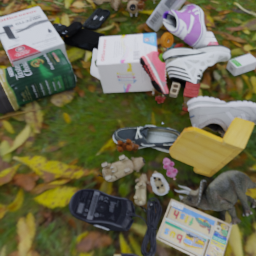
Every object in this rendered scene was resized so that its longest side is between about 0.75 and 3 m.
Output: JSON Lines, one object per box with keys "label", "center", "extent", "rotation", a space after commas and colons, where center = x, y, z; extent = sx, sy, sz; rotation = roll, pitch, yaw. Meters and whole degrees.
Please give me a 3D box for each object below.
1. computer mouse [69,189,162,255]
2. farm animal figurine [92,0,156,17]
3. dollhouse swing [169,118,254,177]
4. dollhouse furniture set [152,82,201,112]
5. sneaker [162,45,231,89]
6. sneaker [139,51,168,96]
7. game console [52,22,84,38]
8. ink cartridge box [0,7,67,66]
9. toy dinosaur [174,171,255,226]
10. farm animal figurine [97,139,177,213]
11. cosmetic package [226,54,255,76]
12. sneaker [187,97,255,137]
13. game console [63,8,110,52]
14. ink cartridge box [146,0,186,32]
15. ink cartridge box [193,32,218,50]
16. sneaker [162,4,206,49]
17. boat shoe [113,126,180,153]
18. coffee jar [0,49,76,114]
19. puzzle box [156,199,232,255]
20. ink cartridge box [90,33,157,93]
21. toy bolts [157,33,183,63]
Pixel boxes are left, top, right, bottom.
{"label": "computer mouse", "center": [-0.366, 2.420, 6.838], "extent": [2.314, 0.533, 1.625], "rotation": [8, 53, -2]}
{"label": "farm animal figurine", "center": [0.026, -5.687, 12.184], "extent": [2.754, 1.436, 2.723], "rotation": [15, 43, 18]}
{"label": "dollhouse swing", "center": [2.121, 0.317, 7.428], "extent": [1.393, 1.585, 1.440], "rotation": [35, 53, 8]}
{"label": "dollhouse furniture set", "center": [1.566, -1.092, 9.169], "extent": [1.488, 0.801, 0.605], "rotation": [13, 59, 14]}
{"label": "sneaker", "center": [2.509, -2.041, 9.875], "extent": [2.519, 0.951, 1.450], "rotation": [-7, 81, -11]}
{"label": "sneaker", "center": [0.936, -1.613, 8.295], "extent": [0.628, 1.447, 0.533], "rotation": [-37, 27, -7]}
{"label": "game console", "center": [-2.611, -4.057, 11.405], "extent": [1.568, 0.189, 0.925], "rotation": [23, 58, 34]}
{"label": "ink cartridge box", "center": [-3.657, -3.199, 10.477], "extent": [1.885, 1.094, 2.612], "rotation": [-25, 58, -17]}
{"label": "toy dinosaur", "center": [2.539, 1.606, 6.998], "extent": [2.426, 0.934, 1.240], "rotation": [-24, 83, -6]}
{"label": "farm animal figurine", "center": [0.294, 1.225, 7.533], "extent": [1.812, 0.911, 1.464], "rotation": [32, 80, 16]}
{"label": "cosmetic package", "center": [4.174, -2.311, 10.273], "extent": [0.946, 0.401, 0.509], "rotation": [-21, 53, -13]}
{"label": "sneaker", "center": [2.893, -0.212, 8.186], "extent": [2.530, 0.945, 1.037], "rotation": [5, 78, -11]}
{"label": "game console", "center": [-1.477, -4.185, 11.678], "extent": [1.533, 0.313, 2.598], "rotation": [20, 58, 14]}
{"label": "ink cartridge box", "center": [2.071, -5.400, 11.373], "extent": [0.639, 2.163, 2.702], "rotation": [41, 61, -6]}
{"label": "ink cartridge box", "center": [2.921, -3.278, 10.815], "extent": [0.799, 0.465, 1.097], "rotation": [1, 44, 0]}
{"label": "sneaker", "center": [2.005, -4.187, 10.541], "extent": [1.534, 0.975, 2.690], "rotation": [21, 39, -18]}
{"label": "boat shoe", "center": [0.565, 0.237, 8.293], "extent": [2.080, 0.627, 0.786], "rotation": [3, 59, 4]}
{"label": "coffee jar", "center": [-3.215, -1.542, 9.247], "extent": [2.737, 1.168, 1.428], "rotation": [-25, 58, -17]}
{"label": "puzzle box", "center": [1.580, 2.537, 6.799], "extent": [1.577, 0.201, 1.049], "rotation": [21, 70, 14]}
{"label": "ink cartridge box", "center": [-0.106, -2.152, 9.471], "extent": [2.174, 1.362, 1.398], "rotation": [-2, 54, 6]}
{"label": "toy bolts", "center": [1.388, -3.008, 10.447], "extent": [1.224, 1.169, 0.849], "rotation": [-20, 33, -32]}
